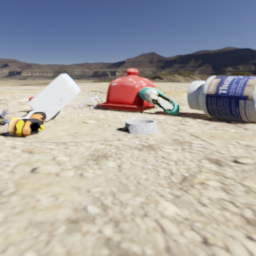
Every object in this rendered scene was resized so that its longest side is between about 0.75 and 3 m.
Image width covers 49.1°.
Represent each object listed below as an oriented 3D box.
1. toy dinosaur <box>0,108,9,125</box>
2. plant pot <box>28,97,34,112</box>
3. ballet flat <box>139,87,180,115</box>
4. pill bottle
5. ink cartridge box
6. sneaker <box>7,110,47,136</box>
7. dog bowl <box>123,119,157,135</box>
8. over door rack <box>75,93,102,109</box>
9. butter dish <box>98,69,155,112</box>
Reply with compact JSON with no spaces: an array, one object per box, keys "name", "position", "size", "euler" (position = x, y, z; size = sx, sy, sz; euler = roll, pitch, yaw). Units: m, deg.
[{"name":"toy dinosaur","position":[-4.482,-0.343,9.864],"size":[1.057,0.612,1.165],"euler":[-15,8,47]},{"name":"plant pot","position":[-4.098,-1.043,12.700],"size":[0.786,0.716,0.786],"euler":[0,11,0]},{"name":"ballet flat","position":[1.298,-1.247,12.079],"size":[2.072,0.698,0.729],"euler":[32,4,19]},{"name":"pill bottle","position":[3.863,-1.171,10.885],"size":[2.957,1.641,1.641],"euler":[11,16,44]},{"name":"ink cartridge box","position":[-2.835,-1.250,11.109],"size":[1.658,0.956,2.285],"euler":[-40,13,2]},{"name":"sneaker","position":[-2.822,-0.080,8.505],"size":[0.784,0.609,1.741],"euler":[16,16,11]},{"name":"dog bowl","position":[0.388,-0.055,8.804],"size":[1.089,0.319,1.089],"euler":[-1,12,0]},{"name":"over door rack","position":[-2.685,-1.578,14.719],"size":[2.340,0.780,1.729],"euler":[22,13,2]},{"name":"butter dish","position":[0.193,-1.920,13.877],"size":[2.660,1.972,2.668],"euler":[6,13,32]}]
